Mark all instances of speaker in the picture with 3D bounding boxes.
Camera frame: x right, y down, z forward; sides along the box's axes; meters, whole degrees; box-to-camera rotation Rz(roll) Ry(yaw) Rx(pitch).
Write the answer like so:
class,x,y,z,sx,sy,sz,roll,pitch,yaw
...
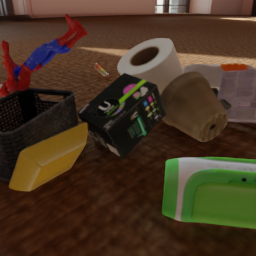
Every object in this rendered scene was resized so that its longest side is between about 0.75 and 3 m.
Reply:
class,x,y,z,sx,sy,sz,roll,pitch,yaw
speaker,1.869,1.096,4.626,2.538,1.122,1.122,4,27,8

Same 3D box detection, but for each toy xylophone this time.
class,x,y,z,sx,sy,sz,roll,pitch,yaw
toy xylophone,-1.208,-2.610,12.606,0.757,0.190,0.554,38,16,-12

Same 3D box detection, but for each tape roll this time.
class,x,y,z,sx,sy,sz,roll,pitch,yaw
tape roll,0.766,-1.799,9.024,1.896,1.302,1.896,-19,39,16

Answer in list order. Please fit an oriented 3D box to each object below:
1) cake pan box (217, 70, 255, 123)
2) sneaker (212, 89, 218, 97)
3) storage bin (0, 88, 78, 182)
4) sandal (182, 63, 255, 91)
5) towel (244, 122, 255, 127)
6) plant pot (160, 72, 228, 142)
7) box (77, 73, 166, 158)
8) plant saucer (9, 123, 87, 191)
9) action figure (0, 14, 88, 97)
class,x,y,z,sx,sy,sz,roll,pitch,yaw
cake pan box,3.330,-0.888,7.845,1.584,1.459,0.414,4,-10,35
sneaker,2.554,-1.071,9.215,0.662,0.591,1.615,52,39,2
storage bin,-2.460,0.015,6.613,1.696,1.176,2.509,7,29,19
sandal,3.357,-1.740,10.225,2.929,0.839,1.122,9,71,10
towel,4.780,-0.514,7.957,2.591,0.281,1.900,-26,28,-14
plant pot,1.808,-0.446,7.413,1.623,1.623,1.409,-15,46,-27
box,-0.116,-0.349,6.895,1.669,1.037,1.239,-44,46,-19
plant saucer,-1.489,0.660,5.512,1.475,1.474,0.357,-28,74,-43
action figure,-2.498,-1.949,7.018,2.770,1.371,0.904,-40,-3,14
